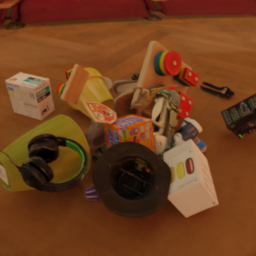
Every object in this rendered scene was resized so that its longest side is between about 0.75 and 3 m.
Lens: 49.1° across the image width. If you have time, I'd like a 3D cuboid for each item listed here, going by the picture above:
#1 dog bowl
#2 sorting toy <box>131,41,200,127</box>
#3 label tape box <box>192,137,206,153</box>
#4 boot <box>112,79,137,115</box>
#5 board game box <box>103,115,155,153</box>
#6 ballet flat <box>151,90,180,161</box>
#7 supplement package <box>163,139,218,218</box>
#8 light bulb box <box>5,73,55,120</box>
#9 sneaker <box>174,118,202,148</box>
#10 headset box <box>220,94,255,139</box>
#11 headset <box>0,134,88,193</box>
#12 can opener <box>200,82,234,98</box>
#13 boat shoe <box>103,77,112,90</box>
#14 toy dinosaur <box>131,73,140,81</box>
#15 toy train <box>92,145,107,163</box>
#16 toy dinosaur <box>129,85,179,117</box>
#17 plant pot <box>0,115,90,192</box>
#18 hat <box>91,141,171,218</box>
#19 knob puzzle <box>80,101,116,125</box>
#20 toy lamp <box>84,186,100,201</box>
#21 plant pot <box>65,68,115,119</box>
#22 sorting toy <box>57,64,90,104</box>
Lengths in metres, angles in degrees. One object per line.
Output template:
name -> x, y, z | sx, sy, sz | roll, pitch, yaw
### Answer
dog bowl -> -0.969, 0.074, 10.216 | 0.463, 1.579, 1.579 | 41, 51, 21
sorting toy -> 1.655, -1.629, 10.967 | 2.623, 2.639, 0.919 | 22, -8, -42
label tape box -> 2.627, 0.662, 10.405 | 0.240, 0.759, 0.547 | -41, 64, -4
boot -> -0.007, -1.411, 11.703 | 2.815, 0.989, 2.058 | -4, 30, -43
board game box -> 0.035, 0.344, 9.394 | 1.195, 1.196, 1.195 | -18, 20, -30
ballet flat -> 1.108, 0.015, 9.694 | 1.016, 2.737, 1.016 | 6, 0, 0
supplement package -> 1.840, 1.487, 8.532 | 1.114, 1.073, 1.958 | -32, 26, 21
light bulb box -> -4.324, -1.415, 12.454 | 1.622, 1.636, 1.021 | 15, 39, 19
sneaker -> 1.966, 0.284, 10.378 | 1.287, 0.708, 1.757 | -40, 1, 1
headset box -> 4.487, -0.381, 10.642 | 1.568, 1.365, 0.727 | -30, 50, 28
headset -> -2.230, 0.736, 6.963 | 2.439, 1.146, 1.506 | 6, 48, -2
can opener -> 4.449, -1.894, 14.176 | 1.752, 0.689, 0.555 | 23, 81, 33
boat shoe -> -1.668, -2.041, 14.167 | 0.616, 0.754, 2.041 | -19, 8, 46
toy dinosaur -> 0.895, -1.829, 13.773 | 1.663, 1.251, 2.450 | 28, 24, 11
toy train -> -0.684, 1.123, 9.985 | 1.239, 0.528, 0.706 | 25, 55, 26
toy dinosaur -> 0.704, -1.072, 9.887 | 1.049, 2.075, 0.604 | 29, 25, -36
plant pot -> -2.710, 0.957, 8.515 | 2.149, 2.149, 2.297 | 30, 39, 35
hat -> 0.028, 1.587, 7.997 | 2.424, 0.978, 2.424 | 10, 46, -10
knob puzzle -> -0.826, -0.538, 9.094 | 1.268, 0.176, 1.268 | 24, 28, -14
toy lamp -> -0.457, 1.938, 8.837 | 1.825, 0.531, 0.531 | -8, 37, -11
plant pot -> -1.568, -1.329, 12.300 | 1.943, 1.943, 1.828 | -26, 59, -31
sorting toy -> -1.764, -1.392, 8.798 | 0.396, 1.137, 1.131 | 25, 2, 10
